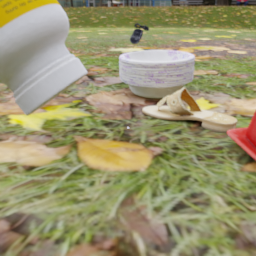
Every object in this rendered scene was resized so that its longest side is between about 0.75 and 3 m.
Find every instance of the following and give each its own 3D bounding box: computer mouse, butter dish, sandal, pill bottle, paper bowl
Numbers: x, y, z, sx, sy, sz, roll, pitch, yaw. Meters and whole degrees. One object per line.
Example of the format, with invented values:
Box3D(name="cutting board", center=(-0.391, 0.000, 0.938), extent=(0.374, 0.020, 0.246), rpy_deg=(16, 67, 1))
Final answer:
Box3D(name="computer mouse", center=(0.408, -3.816, 11.563), extent=(0.655, 0.946, 0.249), rpy_deg=(24, -11, 16))
Box3D(name="butter dish", center=(4.007, -0.149, 5.871), extent=(2.797, 2.073, 2.805), rpy_deg=(-3, 23, -8))
Box3D(name="sandal", center=(1.824, -0.734, 8.555), extent=(3.010, 0.990, 1.104), rpy_deg=(16, 29, 33))
Box3D(name="pill bottle", center=(-1.377, -1.233, 2.785), extent=(1.148, 2.202, 1.148), rpy_deg=(-34, 12, 9))
Box3D(name="paper bowl", center=(1.102, -2.131, 11.081), extent=(2.919, 1.518, 2.919), rpy_deg=(0, 24, 0))
